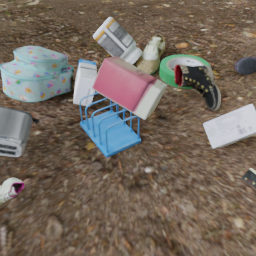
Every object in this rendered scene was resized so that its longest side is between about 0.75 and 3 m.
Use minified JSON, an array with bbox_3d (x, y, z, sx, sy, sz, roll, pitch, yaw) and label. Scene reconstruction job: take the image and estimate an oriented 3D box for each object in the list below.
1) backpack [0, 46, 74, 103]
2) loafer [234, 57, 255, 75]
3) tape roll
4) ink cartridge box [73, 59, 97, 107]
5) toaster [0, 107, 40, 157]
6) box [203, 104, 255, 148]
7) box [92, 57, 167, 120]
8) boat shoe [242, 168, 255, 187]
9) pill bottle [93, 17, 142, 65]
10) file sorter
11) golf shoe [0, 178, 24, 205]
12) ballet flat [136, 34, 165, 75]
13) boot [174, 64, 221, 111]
[{"bbox_3d":[-3.169,-1.838,9.645,1.946,1.697,2.214,24,39,20],"label":"backpack"},{"bbox_3d":[5.024,-2.646,11.680,1.930,0.694,0.608,-16,24,-27],"label":"loafer"},{"bbox_3d":[2.286,-2.316,11.315,1.997,0.480,1.997,0,40,0],"label":"tape roll"},{"bbox_3d":[-1.488,-1.575,9.669,0.614,1.064,1.457,11,32,-15],"label":"ink cartridge box"},{"bbox_3d":[-3.264,0.104,7.432,1.650,0.937,1.066,13,54,-20],"label":"toaster"},{"bbox_3d":[2.717,0.026,7.184,1.218,2.087,0.628,-25,77,21],"label":"box"},{"bbox_3d":[0.072,-1.195,8.113,1.801,0.981,1.151,30,22,6],"label":"box"},{"bbox_3d":[3.422,1.544,6.879,1.283,0.469,0.402,41,95,25],"label":"boat shoe"},{"bbox_3d":[-0.391,-3.428,11.361,1.900,1.106,1.106,42,40,-17],"label":"pill bottle"},{"bbox_3d":[-0.576,-0.220,8.409,1.205,1.066,1.737,-23,46,-24],"label":"file sorter"},{"bbox_3d":[-2.849,1.514,6.375,0.492,0.405,1.076,-3,29,38],"label":"golf shoe"},{"bbox_3d":[1.004,-3.270,12.086,0.988,0.914,2.801,11,42,9],"label":"ballet flat"},{"bbox_3d":[2.356,-1.435,9.606,1.362,0.662,1.809,3,67,-23],"label":"boot"}]
